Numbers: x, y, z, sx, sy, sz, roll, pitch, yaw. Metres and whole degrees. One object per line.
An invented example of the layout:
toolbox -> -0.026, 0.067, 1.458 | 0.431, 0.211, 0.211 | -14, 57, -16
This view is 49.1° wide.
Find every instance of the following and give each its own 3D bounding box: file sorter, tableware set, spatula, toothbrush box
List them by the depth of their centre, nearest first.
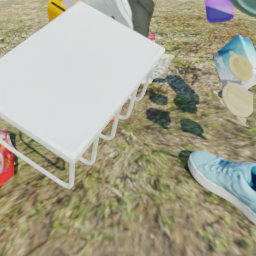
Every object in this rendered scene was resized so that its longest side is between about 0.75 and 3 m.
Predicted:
file sorter -> -0.839, -0.500, 4.525 | 1.674, 1.502, 2.413 | 31, 57, 9
tableware set -> 2.462, -0.699, 5.404 | 1.490, 0.207, 1.783 | 27, 61, -11
spatula -> 2.008, -3.383, 6.332 | 0.604, 2.137, 0.220 | -3, -4, 4
toothbrush box -> 2.886, -1.637, 7.379 | 0.538, 0.923, 1.261 | 10, 58, -30

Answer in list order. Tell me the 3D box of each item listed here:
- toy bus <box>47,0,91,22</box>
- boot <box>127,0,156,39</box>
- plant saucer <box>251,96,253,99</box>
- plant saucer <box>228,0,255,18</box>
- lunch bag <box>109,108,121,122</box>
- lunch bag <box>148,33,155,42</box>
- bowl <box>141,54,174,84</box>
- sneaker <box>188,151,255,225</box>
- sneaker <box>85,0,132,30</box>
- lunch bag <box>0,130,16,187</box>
toy bus -> -1.368, -2.395, 7.230 | 0.786, 2.416, 0.946 | 33, 76, 6
boot -> -0.317, -2.714, 6.448 | 1.980, 1.369, 0.767 | 8, -8, -13
plant saucer -> 3.832, -1.123, 9.828 | 1.013, 0.190, 1.013 | -1, 34, 0
plant saucer -> 2.417, -2.442, 4.786 | 2.020, 2.020, 0.389 | 21, 77, 28
lunch bag -> -0.774, -0.613, 8.812 | 1.082, 0.443, 0.953 | 8, 34, 12
lunch bag -> 0.182, -4.189, 13.930 | 2.241, 0.918, 1.974 | -22, 44, -29
bowl -> 0.261, -1.378, 6.247 | 1.439, 0.675, 1.439 | 6, 17, -2
sneaker -> 2.319, 0.986, 5.853 | 0.920, 1.020, 2.489 | -22, 39, -32
sneaker -> -0.388, -2.281, 4.828 | 0.595, 1.629, 0.577 | -14, 56, 14
lunch bag -> -3.490, 0.894, 6.030 | 2.077, 0.966, 2.359 | 0, 33, 0
